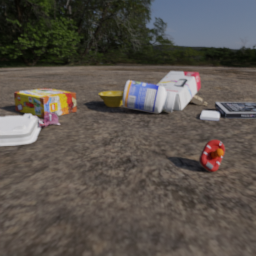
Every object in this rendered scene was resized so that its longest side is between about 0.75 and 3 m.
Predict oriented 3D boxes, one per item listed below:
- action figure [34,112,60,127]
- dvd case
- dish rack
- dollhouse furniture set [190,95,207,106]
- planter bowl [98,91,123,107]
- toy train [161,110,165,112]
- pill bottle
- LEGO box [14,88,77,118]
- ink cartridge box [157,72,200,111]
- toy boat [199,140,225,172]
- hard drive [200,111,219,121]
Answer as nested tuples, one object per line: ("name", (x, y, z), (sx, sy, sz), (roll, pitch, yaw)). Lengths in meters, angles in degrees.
("action figure", (-3.443, -0.258, 11.780), (0.687, 0.764, 1.026), (3, 31, 20))
("dvd case", (5.959, -0.898, 14.084), (2.690, 0.333, 2.022), (1, 20, 1))
("dish rack", (-4.704, -0.009, 10.793), (2.407, 0.611, 2.805), (-3, 16, -9))
("dollhouse furniture set", (3.922, -1.605, 16.856), (1.611, 0.787, 1.374), (29, 25, 12))
("planter bowl", (-0.820, -1.609, 15.994), (1.752, 0.730, 1.752), (-1, 16, 0))
("toy train", (1.320, -1.229, 15.299), (0.519, 0.384, 1.840), (-33, 35, -33))
("pill bottle", (1.066, -1.501, 14.127), (2.514, 1.409, 1.409), (11, 18, 6))
("LEGO box", (-4.290, -1.339, 14.515), (2.652, 1.023, 1.975), (13, 21, 37))
("ink cartridge box", (2.676, -2.150, 15.746), (1.867, 1.083, 2.530), (11, 40, 35))
("toy boat", (2.361, 0.722, 7.617), (0.902, 0.589, 0.590), (-57, 7, -29))
("hard drive", (3.959, -0.594, 13.521), (0.834, 0.160, 1.265), (6, 17, 18))
